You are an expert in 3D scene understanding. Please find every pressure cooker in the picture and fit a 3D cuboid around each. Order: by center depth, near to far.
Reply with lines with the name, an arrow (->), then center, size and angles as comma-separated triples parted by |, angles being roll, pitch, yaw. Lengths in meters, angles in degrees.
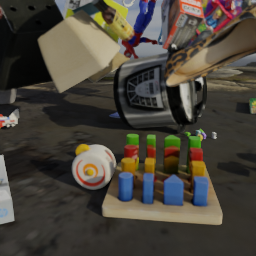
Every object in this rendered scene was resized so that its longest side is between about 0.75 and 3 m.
pressure cooker -> 1.064, -1.151, 8.366 | 2.495, 2.194, 2.228 | -4, 51, 25

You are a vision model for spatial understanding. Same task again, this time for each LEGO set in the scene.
LEGO set -> -4.538, -0.127, 8.346 | 1.817, 0.597, 2.432 | 6, 20, 18

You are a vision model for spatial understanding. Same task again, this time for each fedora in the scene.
fedora -> -5.845, -1.587, 13.002 | 1.729, 0.883, 1.955 | -8, 19, -24

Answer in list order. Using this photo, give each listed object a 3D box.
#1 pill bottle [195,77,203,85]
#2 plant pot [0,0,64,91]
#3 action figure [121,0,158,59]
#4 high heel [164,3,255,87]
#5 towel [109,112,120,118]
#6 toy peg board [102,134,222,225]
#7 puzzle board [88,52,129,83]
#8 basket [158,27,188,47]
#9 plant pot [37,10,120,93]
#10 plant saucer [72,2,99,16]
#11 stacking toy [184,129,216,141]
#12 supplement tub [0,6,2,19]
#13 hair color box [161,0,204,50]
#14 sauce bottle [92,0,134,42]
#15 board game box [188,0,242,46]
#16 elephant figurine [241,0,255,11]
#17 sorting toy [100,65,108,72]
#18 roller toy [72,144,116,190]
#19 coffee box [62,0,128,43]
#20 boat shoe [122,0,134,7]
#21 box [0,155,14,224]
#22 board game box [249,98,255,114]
pill bottle -> 3.732, -2.761, 17.173 | 1.533, 0.917, 0.917 | -2, 16, -10
plant pot -> -3.011, -2.810, 8.319 | 2.318, 2.323, 2.061 | -19, -16, -34
action figure -> 0.629, -3.259, 9.477 | 0.885, 2.713, 1.343 | -21, 66, -40
high heel -> 2.062, -1.539, 5.716 | 1.996, 1.000, 2.801 | -48, 26, -23
towel -> 0.041, -0.591, 10.776 | 1.024, 0.169, 1.414 | 6, 17, 23
toy peg board -> 0.567, 0.715, 4.781 | 1.755, 0.858, 1.748 | 1, 15, 7
puzzle board -> -1.257, -2.842, 12.069 | 1.647, 0.190, 2.186 | 36, 55, 22
basket -> 2.280, -4.150, 11.644 | 1.961, 1.364, 1.729 | -8, -16, -5
plant pot -> -1.298, -1.981, 6.925 | 1.486, 1.315, 1.484 | -23, 24, 28
plant saucer -> -0.989, -2.942, 6.966 | 0.874, 0.305, 0.083 | -6, 47, 33
stacking toy -> 2.066, 0.173, 8.010 | 0.572, 0.178, 0.759 | -7, 16, -23
supplement tub -> -3.400, -2.277, 5.385 | 1.660, 0.888, 0.888 | -31, 28, -24
hair color box -> 1.591, -3.627, 8.676 | 0.763, 1.324, 2.387 | 11, 53, -12
sauce bottle -> -0.354, -2.626, 6.774 | 0.417, 0.417, 1.264 | 16, -13, 44
board game box -> 2.988, -3.901, 10.022 | 2.030, 2.569, 0.500 | 12, 14, 29
elephant figurine -> 3.198, -2.684, 6.897 | 1.423, 1.104, 1.007 | -54, 20, -14
sorting toy -> -1.182, -2.502, 10.211 | 0.615, 1.151, 1.036 | -26, -8, -1
roller toy -> -0.613, 0.698, 5.044 | 0.720, 0.789, 0.551 | 13, 17, 7
coffee box -> -1.401, -4.437, 11.426 | 1.786, 1.806, 1.803 | 32, 20, 29
boat shoe -> -0.266, -3.093, 5.799 | 1.171, 1.014, 2.746 | 37, 5, -17
box -> -2.752, 1.026, 4.507 | 1.533, 0.405, 1.966 | -7, 18, -26
board game box -> 5.769, -0.899, 11.712 | 1.277, 0.286, 2.438 | 4, 16, 20
